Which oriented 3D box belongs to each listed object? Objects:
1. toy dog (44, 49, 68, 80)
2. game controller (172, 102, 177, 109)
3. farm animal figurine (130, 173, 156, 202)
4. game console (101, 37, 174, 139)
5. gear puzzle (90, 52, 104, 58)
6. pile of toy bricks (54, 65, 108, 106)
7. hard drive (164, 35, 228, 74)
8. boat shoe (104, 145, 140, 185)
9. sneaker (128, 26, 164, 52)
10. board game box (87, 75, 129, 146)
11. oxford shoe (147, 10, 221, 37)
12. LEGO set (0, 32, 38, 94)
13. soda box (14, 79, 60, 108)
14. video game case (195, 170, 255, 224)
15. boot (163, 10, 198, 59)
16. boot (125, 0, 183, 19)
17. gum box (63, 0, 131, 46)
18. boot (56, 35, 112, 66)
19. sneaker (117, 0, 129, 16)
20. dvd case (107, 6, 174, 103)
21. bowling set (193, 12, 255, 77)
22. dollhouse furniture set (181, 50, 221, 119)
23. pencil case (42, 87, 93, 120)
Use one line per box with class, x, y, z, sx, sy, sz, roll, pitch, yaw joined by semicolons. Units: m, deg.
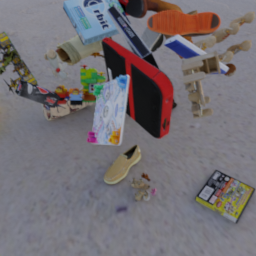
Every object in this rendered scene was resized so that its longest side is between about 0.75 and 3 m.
toy dog;-2.346;-2.209;9.446;0.529;1.099;0.725;-42;45;-22
game controller;1.449;-1.317;12.865;0.897;0.362;1.719;-22;44;-25
farm animal figurine;0.489;1.921;8.751;0.723;0.450;0.895;-24;44;1
game console;0.251;-0.996;7.881;0.416;2.680;2.370;-38;63;-18
gear puzzle;-0.440;-3.238;12.445;2.756;0.361;1.427;3;13;0
pile of toy bricks;-1.434;-1.605;10.171;2.738;1.352;1.519;0;15;-1
hard drive;2.154;-2.317;9.048;1.906;0.242;1.257;29;5;-12
boat shoe;-0.211;1.154;9.467;0.639;0.679;1.783;21;43;25
sneaker;0.622;-3.126;11.508;0.894;2.529;1.254;43;16;10
board game box;-0.428;-0.309;5.361;0.162;1.253;1.254;10;-6;-30
oxford shoe;1.945;-3.631;10.181;2.574;0.918;0.938;3;-4;-1
LEGO set;-4.223;-2.039;9.518;1.310;2.260;1.738;-34;32;-13
soda box;-2.731;-1.024;8.519;1.245;0.441;0.394;19;14;-44
video game case;3.027;2.070;8.709;1.347;0.190;1.490;26;44;29
boot;2.377;-3.777;11.370;1.707;1.321;0.629;-41;24;4
boot;1.146;-4.707;11.231;2.693;0.922;2.535;12;32;-26
gum box;-1.152;-4.183;10.503;1.987;0.443;1.688;-26;83;-22
boot;-2.139;-3.609;11.689;2.085;0.977;2.683;-33;50;-17
sneaker;-0.245;-5.160;12.148;2.301;0.901;1.329;5;53;-55
dvd case;0.375;-2.232;8.595;0.355;2.157;2.870;-31;51;6
bowling set;3.575;-2.724;9.625;2.517;1.752;1.351;-36;10;-11
dollhouse furniture set;2.146;-1.334;7.901;1.018;1.438;1.565;-12;46;17
pencil case;-2.590;-1.131;12.106;2.225;0.995;0.866;-24;35;-28
